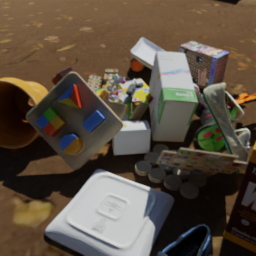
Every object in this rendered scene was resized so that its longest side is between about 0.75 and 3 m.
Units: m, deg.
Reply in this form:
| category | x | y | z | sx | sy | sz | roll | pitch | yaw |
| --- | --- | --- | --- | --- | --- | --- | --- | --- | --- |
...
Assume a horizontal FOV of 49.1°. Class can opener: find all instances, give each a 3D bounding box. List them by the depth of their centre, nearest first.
| category | x | y | z | sx | sy | sz | roll | pitch | yaw |
| --- | --- | --- | --- | --- | --- | --- | --- | --- | --- |
| can opener | 0.224 | -1.484 | 10.479 | 0.456 | 0.362 | 1.373 | -9 | 26 | 22 |

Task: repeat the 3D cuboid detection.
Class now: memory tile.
| category | x | y | z | sx | sy | sz | roll | pitch | yaw |
| --- | --- | --- | --- | --- | --- | --- | --- | --- | --- |
| memory tile | 1.442 | 1.309 | 8.872 | 2.147 | 0.180 | 1.646 | 23 | 42 | 28 |

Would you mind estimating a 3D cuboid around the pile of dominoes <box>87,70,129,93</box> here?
| category | x | y | z | sx | sy | sz | roll | pitch | yaw |
| --- | --- | --- | --- | --- | --- | --- | --- | --- | --- |
| pile of dominoes | -1.006 | -2.035 | 13.299 | 2.091 | 0.427 | 2.683 | 2 | 35 | 2 |

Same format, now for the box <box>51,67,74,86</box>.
| category | x | y | z | sx | sy | sz | roll | pitch | yaw |
| --- | --- | --- | --- | --- | --- | --- | --- | --- | --- |
| box | -2.003 | -1.283 | 10.180 | 0.617 | 1.647 | 0.825 | -40 | 12 | -34 |

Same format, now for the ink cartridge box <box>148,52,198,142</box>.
| category | x | y | z | sx | sy | sz | roll | pitch | yaw |
| --- | --- | --- | --- | --- | --- | --- | --- | --- | --- |
| ink cartridge box | 1.506 | -1.170 | 10.248 | 1.218 | 2.022 | 2.783 | 2 | 47 | -6 |

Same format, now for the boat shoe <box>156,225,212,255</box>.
| category | x | y | z | sx | sy | sz | roll | pitch | yaw |
| --- | --- | --- | --- | --- | --- | --- | --- | --- | --- |
| boat shoe | 0.791 | 2.963 | 5.917 | 1.145 | 0.934 | 2.721 | 25 | 43 | 31 |

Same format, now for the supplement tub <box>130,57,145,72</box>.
| category | x | y | z | sx | sy | sz | roll | pitch | yaw |
| --- | --- | --- | --- | --- | --- | --- | --- | --- | --- |
| supplement tub | 0.582 | -3.601 | 15.142 | 0.818 | 0.818 | 1.335 | 7 | 36 | 9 |

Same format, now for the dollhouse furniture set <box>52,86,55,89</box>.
| category | x | y | z | sx | sy | sz | roll | pitch | yaw |
| --- | --- | --- | --- | --- | --- | --- | --- | --- | --- |
| dollhouse furniture set | -2.348 | -0.957 | 10.960 | 1.037 | 1.353 | 2.066 | -2 | 37 | 3 |

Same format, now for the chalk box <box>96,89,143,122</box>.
| category | x | y | z | sx | sy | sz | roll | pitch | yaw |
| --- | --- | --- | --- | --- | --- | --- | --- | --- | --- |
| chalk box | -0.352 | -0.778 | 10.938 | 1.840 | 1.145 | 1.139 | 1 | 35 | 4 |

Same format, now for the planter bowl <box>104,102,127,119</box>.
| category | x | y | z | sx | sy | sz | roll | pitch | yaw |
| --- | --- | --- | --- | --- | --- | --- | --- | --- | --- |
| planter bowl | -0.477 | -0.504 | 9.082 | 0.814 | 0.548 | 0.814 | 7 | -6 | 1 |

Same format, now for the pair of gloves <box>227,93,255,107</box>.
| category | x | y | z | sx | sy | sz | roll | pitch | yaw |
| --- | --- | --- | --- | --- | --- | --- | --- | --- | --- |
| pair of gloves | 4.338 | -1.188 | 11.257 | 2.298 | 0.319 | 2.580 | -14 | 8 | -18 |

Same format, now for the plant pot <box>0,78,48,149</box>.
| category | x | y | z | sx | sy | sz | roll | pitch | yaw |
| --- | --- | --- | --- | --- | --- | --- | --- | --- | --- |
| plant pot | -3.879 | -0.749 | 10.161 | 2.354 | 2.354 | 2.155 | 4 | 21 | 6 |

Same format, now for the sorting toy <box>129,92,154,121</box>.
| category | x | y | z | sx | sy | sz | roll | pitch | yaw |
| --- | --- | --- | --- | --- | --- | --- | --- | --- | --- |
| sorting toy | 0.352 | -0.649 | 9.833 | 0.248 | 1.465 | 0.706 | 37 | 7 | 24 |

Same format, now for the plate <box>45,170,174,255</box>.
| category | x | y | z | sx | sy | sz | roll | pitch | yaw |
| --- | --- | --- | --- | --- | --- | --- | --- | --- | --- |
| plate | -0.406 | 2.209 | 7.415 | 2.630 | 0.426 | 2.636 | 17 | 39 | 21 |

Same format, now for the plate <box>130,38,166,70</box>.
| category | x | y | z | sx | sy | sz | roll | pitch | yaw |
| --- | --- | --- | --- | --- | --- | --- | --- | --- | --- |
| plate | 1.448 | -3.640 | 14.849 | 2.546 | 0.412 | 2.552 | 32 | 38 | -3 |

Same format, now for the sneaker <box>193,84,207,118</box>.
| category | x | y | z | sx | sy | sz | roll | pitch | yaw |
| --- | --- | --- | --- | --- | --- | --- | --- | --- | --- |
| sneaker | 2.638 | -0.725 | 10.569 | 0.678 | 1.792 | 1.035 | -26 | 31 | 25 |

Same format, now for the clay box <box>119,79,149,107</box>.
| category | x | y | z | sx | sy | sz | roll | pitch | yaw |
| --- | --- | --- | --- | --- | --- | --- | --- | --- | --- |
| clay box | 0.447 | -1.412 | 12.218 | 1.127 | 0.467 | 1.961 | -15 | 42 | -15 |

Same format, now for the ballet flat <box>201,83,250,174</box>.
| category | x | y | z | sx | sy | sz | roll | pitch | yaw |
| --- | --- | --- | --- | --- | --- | --- | --- | --- | --- |
| ballet flat | 3.223 | -0.007 | 8.624 | 0.917 | 2.942 | 0.992 | -25 | -2 | 22 |

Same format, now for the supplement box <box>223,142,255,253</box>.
| category | x | y | z | sx | sy | sz | roll | pitch | yaw |
| --- | --- | --- | --- | --- | --- | --- | --- | --- | --- |
| supplement box | 3.909 | 1.154 | 6.700 | 1.951 | 2.938 | 2.898 | 20 | 40 | 25 |

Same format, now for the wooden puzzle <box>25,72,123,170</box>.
| category | x | y | z | sx | sy | sz | roll | pitch | yaw |
| --- | --- | --- | --- | --- | --- | --- | --- | --- | --- |
| wooden puzzle | -1.679 | -0.179 | 8.615 | 2.187 | 2.361 | 0.547 | -43 | 3 | 5 |

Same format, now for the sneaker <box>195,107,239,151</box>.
| category | x | y | z | sx | sy | sz | roll | pitch | yaw |
| --- | --- | --- | --- | --- | --- | --- | --- | --- | --- |
| sneaker | 3.043 | -0.046 | 10.122 | 1.222 | 1.120 | 2.918 | 17 | 29 | 32 |

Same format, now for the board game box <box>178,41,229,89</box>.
| category | x | y | z | sx | sy | sz | roll | pitch | yaw |
| --- | --- | --- | --- | --- | --- | --- | --- | --- | --- |
| board game box | 3.503 | -2.989 | 13.516 | 1.038 | 1.709 | 2.144 | -30 | 45 | -33 |

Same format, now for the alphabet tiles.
| category | x | y | z | sx | sy | sz | roll | pitch | yaw |
| --- | --- | --- | --- | --- | --- | --- | --- | --- | --- |
| alphabet tiles | 1.953 | 0.971 | 7.737 | 2.213 | 1.841 | 0.070 | 8 | 67 | -1 |

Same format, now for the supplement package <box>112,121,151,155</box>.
| category | x | y | z | sx | sy | sz | roll | pitch | yaw |
| --- | --- | --- | --- | --- | --- | --- | --- | --- | --- |
| supplement package | 0.089 | 0.331 | 9.468 | 1.222 | 0.952 | 0.678 | -3 | 29 | -8 |

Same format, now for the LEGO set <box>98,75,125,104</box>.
| category | x | y | z | sx | sy | sz | roll | pitch | yaw |
| --- | --- | --- | --- | --- | --- | --- | --- | --- | --- |
| LEGO set | -0.492 | -1.238 | 9.862 | 0.806 | 0.996 | 2.165 | 35 | 2 | -10 |
